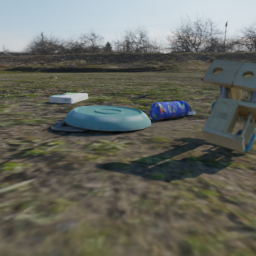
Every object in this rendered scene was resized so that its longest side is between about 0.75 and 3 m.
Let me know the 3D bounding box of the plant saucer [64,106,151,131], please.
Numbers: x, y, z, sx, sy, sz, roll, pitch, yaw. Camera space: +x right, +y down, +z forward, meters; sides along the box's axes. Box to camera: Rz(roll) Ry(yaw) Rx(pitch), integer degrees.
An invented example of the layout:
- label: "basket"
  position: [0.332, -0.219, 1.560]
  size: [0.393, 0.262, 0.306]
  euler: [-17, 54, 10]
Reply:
- label: "plant saucer"
  position: [-0.660, -0.406, 9.436]
  size: [2.904, 0.398, 2.904]
  euler: [4, 12, -1]

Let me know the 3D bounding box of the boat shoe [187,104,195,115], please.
- label: "boat shoe"
  position: [2.330, -0.776, 11.227]
  size: [0.407, 0.400, 1.128]
  euler: [-4, 14, -15]

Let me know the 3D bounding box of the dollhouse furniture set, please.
- label: "dollhouse furniture set"
  position: [2.527, -0.340, 7.090]
  size: [1.556, 1.565, 2.220]
  euler: [17, 63, 34]

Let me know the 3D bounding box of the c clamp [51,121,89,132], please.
- label: "c clamp"
  position: [-1.754, -0.093, 8.861]
  size: [1.439, 0.195, 1.229]
  euler: [5, 14, 20]

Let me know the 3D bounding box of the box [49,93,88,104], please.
- label: "box"
  position: [-3.101, -1.590, 14.736]
  size: [1.301, 0.328, 1.803]
  euler: [5, 14, 17]

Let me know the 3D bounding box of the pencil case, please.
- label: "pencil case"
  position: [1.504, -0.673, 10.274]
  size: [1.548, 0.672, 0.604]
  euler: [-8, -18, -33]
